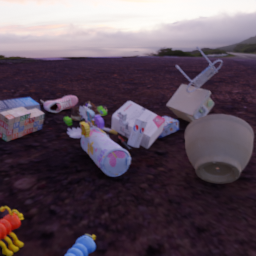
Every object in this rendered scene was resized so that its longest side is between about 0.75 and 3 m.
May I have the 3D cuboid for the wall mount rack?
[{"bbox_3d":[3.007,-2.487,12.054,1.670,1.922,0.717,28,26,-50],"label":"wall mount rack"}]

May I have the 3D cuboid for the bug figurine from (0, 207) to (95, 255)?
[{"bbox_3d":[-1.929,2.349,5.041,2.657,0.684,2.060,8,21,20],"label":"bug figurine"}]

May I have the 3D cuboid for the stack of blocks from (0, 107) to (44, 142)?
[{"bbox_3d":[-4.461,-0.274,11.814,0.554,1.090,1.893,31,29,20],"label":"stack of blocks"}]

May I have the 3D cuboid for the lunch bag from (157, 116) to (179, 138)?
[{"bbox_3d":[1.444,-0.062,12.070,1.383,0.522,1.108,-18,24,-29],"label":"lunch bag"}]

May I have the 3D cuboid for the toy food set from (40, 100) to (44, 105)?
[{"bbox_3d":[-4.341,-1.613,16.785,1.577,0.476,1.132,-12,22,-31],"label":"toy food set"}]

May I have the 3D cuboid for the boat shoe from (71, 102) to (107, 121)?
[{"bbox_3d":[-1.981,-0.967,14.440,2.193,0.789,0.791,-17,25,-40],"label":"boat shoe"}]

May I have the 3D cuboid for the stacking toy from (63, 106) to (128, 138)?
[{"bbox_3d":[-1.239,-0.354,10.169,1.649,0.514,2.187,-17,24,-28],"label":"stacking toy"}]

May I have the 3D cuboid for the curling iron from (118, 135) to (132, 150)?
[{"bbox_3d":[-0.094,0.547,10.866,0.369,0.190,1.488,-3,15,-13],"label":"curling iron"}]

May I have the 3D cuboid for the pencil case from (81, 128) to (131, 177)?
[{"bbox_3d":[-0.795,0.747,9.273,1.040,0.953,2.292,8,13,-28],"label":"pencil case"}]

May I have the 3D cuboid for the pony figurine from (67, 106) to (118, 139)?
[{"bbox_3d":[-1.436,-0.037,10.985,1.549,1.336,1.604,17,-5,43],"label":"pony figurine"}]

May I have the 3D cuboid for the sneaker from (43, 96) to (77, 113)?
[{"bbox_3d":[-3.598,-1.258,15.404,1.917,0.721,1.002,-15,21,-23],"label":"sneaker"}]

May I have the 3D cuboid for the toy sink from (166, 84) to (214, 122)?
[{"bbox_3d":[3.100,-1.052,13.283,1.187,1.381,2.118,38,-3,-30],"label":"toy sink"}]

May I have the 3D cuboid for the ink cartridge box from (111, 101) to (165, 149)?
[{"bbox_3d":[0.386,-0.156,10.947,1.728,0.715,1.266,29,49,20],"label":"ink cartridge box"}]

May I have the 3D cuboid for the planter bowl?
[{"bbox_3d":[2.603,0.757,8.111,1.991,1.991,1.340,4,51,12],"label":"planter bowl"}]

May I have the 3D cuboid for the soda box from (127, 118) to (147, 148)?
[{"bbox_3d":[0.326,0.187,9.909,0.335,0.984,0.313,24,8,43],"label":"soda box"}]

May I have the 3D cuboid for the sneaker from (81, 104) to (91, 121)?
[{"bbox_3d":[-2.088,-0.760,13.763,0.375,0.898,0.362,34,15,37],"label":"sneaker"}]

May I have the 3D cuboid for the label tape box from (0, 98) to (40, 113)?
[{"bbox_3d":[-5.935,-0.793,13.857,2.681,0.886,1.921,-14,22,-29],"label":"label tape box"}]
